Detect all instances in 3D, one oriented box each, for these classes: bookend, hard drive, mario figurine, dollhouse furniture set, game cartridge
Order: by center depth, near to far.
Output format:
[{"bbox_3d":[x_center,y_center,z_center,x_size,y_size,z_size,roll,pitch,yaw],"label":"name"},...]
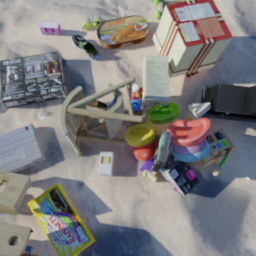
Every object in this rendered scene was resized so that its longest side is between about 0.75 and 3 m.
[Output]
[{"bbox_3d":[1.101,0.834,9.385,0.283,1.496,1.045,13,68,2],"label":"hard drive"},{"bbox_3d":[-3.839,3.321,9.417,1.990,2.002,2.840,8,41,3],"label":"dollhouse furniture set"},{"bbox_3d":[4.282,-0.890,10.054,2.621,2.637,1.215,6,91,-3],"label":"bookend"},{"bbox_3d":[-4.619,1.009,10.759,2.477,0.475,1.605,-22,75,-8],"label":"game cartridge"},{"bbox_3d":[0.447,-1.055,11.157,0.901,1.049,1.700,11,50,-23],"label":"mario figurine"}]

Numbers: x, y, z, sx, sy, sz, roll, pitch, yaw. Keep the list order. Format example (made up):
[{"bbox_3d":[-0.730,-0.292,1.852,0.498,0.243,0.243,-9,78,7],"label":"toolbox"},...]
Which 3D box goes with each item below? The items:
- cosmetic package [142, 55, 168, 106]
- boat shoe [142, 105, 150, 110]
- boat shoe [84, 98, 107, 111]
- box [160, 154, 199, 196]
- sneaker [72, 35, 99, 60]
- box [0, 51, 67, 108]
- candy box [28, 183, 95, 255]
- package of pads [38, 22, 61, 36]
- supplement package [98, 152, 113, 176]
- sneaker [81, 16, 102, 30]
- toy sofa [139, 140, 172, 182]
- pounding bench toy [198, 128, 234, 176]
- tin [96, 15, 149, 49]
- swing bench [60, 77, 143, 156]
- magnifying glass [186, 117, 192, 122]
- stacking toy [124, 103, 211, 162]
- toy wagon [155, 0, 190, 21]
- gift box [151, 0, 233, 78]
[{"bbox_3d":[1.056,-1.834,10.883,0.981,0.663,1.864,4,75,-2],"label":"cosmetic package"},{"bbox_3d":[0.895,-1.153,11.479,0.972,0.339,0.346,-44,113,-2],"label":"boat shoe"},{"bbox_3d":[-1.316,-0.992,11.329,1.050,0.388,0.388,15,80,-15],"label":"boat shoe"},{"bbox_3d":[1.793,1.678,10.062,0.821,0.713,1.243,-42,111,-14],"label":"box"},{"bbox_3d":[-1.866,-3.650,12.338,0.548,0.640,1.545,-42,75,-15],"label":"sneaker"},{"bbox_3d":[-3.996,-2.046,11.749,2.531,0.630,1.996,-11,70,-4],"label":"box"},{"bbox_3d":[-2.390,3.340,9.940,1.260,0.326,2.465,-36,74,-10],"label":"candy box"},{"bbox_3d":[-3.542,-4.499,12.689,0.943,0.568,0.357,5,70,2],"label":"package of pads"},{"bbox_3d":[-0.834,1.365,10.582,0.480,0.462,0.844,3,71,2],"label":"supplement package"},{"bbox_3d":[-1.677,-4.794,12.891,1.070,0.404,0.409,-30,72,-9],"label":"sneaker"},{"bbox_3d":[1.136,1.150,10.559,0.796,0.675,1.630,36,74,11],"label":"toy sofa"},{"bbox_3d":[3.290,0.937,10.311,1.154,0.919,1.480,-17,62,-18],"label":"pounding bench toy"},{"bbox_3d":[-0.227,-4.341,12.701,2.405,0.504,1.347,-13,75,-5],"label":"tin"},{"bbox_3d":[-0.943,-0.298,10.049,2.626,2.612,1.703,-9,70,-5],"label":"swing bench"},{"bbox_3d":[2.255,0.421,10.459,0.653,0.184,1.640,3,93,24],"label":"magnifying glass"},{"bbox_3d":[1.700,0.241,10.422,2.989,1.263,2.706,2,34,32],"label":"stacking toy"},{"bbox_3d":[2.190,-5.864,13.253,1.830,0.467,2.359,-2,69,-1],"label":"toy wagon"},{"bbox_3d":[2.259,-3.556,11.341,2.554,2.385,2.357,-11,71,-11],"label":"gift box"}]
